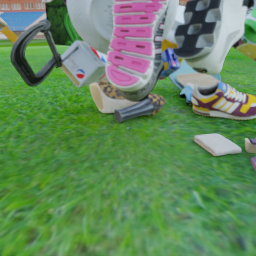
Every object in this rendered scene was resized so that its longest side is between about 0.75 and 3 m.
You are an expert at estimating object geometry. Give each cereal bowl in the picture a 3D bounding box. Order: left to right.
[{"bbox_3d":[-0.169,-2.733,6.352,2.617,2.617,1.090,2,38,5],"label":"cereal bowl"}]

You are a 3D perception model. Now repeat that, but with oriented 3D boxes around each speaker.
[{"bbox_3d":[3.653,-2.911,6.915,1.720,0.761,0.761,-41,24,3],"label":"speaker"}]

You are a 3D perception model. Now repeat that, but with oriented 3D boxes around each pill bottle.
[{"bbox_3d":[1.522,-2.941,9.449,1.168,2.070,1.168,5,57,-8],"label":"pill bottle"}]

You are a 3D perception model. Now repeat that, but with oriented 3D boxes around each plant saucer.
[{"bbox_3d":[2.800,-2.386,12.421,2.647,0.476,2.647,8,60,-14],"label":"plant saucer"}]

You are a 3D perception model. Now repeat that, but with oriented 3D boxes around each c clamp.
[{"bbox_3d":[-1.741,-1.594,5.822,0.239,1.507,1.764,36,-9,9],"label":"c clamp"}]

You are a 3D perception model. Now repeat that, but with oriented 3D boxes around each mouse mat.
[{"bbox_3d":[-1.698,-4.121,9.617,2.328,2.894,0.109,5,43,-1],"label":"mouse mat"}]

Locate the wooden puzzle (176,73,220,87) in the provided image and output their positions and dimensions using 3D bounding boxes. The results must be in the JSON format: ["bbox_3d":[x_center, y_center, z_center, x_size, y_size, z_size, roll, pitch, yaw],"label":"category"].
[{"bbox_3d":[3.230,-1.652,11.769,1.860,0.465,2.008,-11,42,-24],"label":"wooden puzzle"}]

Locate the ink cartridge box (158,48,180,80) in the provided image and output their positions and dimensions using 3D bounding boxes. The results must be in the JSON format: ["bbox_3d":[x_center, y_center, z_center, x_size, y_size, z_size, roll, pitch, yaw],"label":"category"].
[{"bbox_3d":[1.062,-1.779,7.713,0.324,0.580,0.850,-3,-18,-41],"label":"ink cartridge box"}]

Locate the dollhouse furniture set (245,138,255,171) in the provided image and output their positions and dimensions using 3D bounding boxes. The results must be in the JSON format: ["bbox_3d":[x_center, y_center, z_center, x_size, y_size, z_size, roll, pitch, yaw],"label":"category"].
[{"bbox_3d":[3.478,0.237,5.972,1.564,1.110,1.240,3,20,10],"label":"dollhouse furniture set"}]

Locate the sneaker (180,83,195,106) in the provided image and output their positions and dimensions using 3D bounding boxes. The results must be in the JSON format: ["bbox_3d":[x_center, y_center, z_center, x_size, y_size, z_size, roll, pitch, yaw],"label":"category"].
[{"bbox_3d":[2.559,-1.012,10.407,0.741,0.646,1.649,-43,43,-2],"label":"sneaker"}]

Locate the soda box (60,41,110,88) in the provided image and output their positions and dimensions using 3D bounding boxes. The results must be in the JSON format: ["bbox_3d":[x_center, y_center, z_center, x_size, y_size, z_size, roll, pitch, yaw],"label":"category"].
[{"bbox_3d":[-1.068,-1.882,8.208,0.839,0.898,2.635,-40,5,15],"label":"soda box"}]

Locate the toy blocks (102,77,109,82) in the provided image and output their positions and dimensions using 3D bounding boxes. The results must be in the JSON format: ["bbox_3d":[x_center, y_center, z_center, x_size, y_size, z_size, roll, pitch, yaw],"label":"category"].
[{"bbox_3d":[-0.727,-3.442,15.004,2.779,1.899,1.389,2,20,8],"label":"toy blocks"}]

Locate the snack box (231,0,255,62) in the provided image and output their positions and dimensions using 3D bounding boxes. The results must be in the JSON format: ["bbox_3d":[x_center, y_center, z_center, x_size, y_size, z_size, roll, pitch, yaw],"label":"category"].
[{"bbox_3d":[4.138,-3.133,8.614,2.642,1.879,0.700,33,50,3],"label":"snack box"}]

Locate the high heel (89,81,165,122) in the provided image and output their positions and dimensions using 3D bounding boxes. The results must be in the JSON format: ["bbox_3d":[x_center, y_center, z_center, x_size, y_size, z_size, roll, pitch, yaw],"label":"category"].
[{"bbox_3d":[-0.088,-1.127,9.787,1.927,0.965,2.704,-18,40,-27],"label":"high heel"}]

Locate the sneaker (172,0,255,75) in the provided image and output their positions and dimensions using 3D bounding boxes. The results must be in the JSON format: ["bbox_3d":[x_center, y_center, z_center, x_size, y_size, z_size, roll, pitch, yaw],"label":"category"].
[{"bbox_3d":[1.628,-2.133,4.877,0.950,2.564,1.135,22,-2,45],"label":"sneaker"}]

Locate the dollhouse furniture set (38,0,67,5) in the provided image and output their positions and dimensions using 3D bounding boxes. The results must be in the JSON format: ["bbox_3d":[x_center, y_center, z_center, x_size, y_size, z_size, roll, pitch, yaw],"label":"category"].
[{"bbox_3d":[-2.314,-3.895,8.537,1.223,1.365,1.723,-43,39,-19],"label":"dollhouse furniture set"}]

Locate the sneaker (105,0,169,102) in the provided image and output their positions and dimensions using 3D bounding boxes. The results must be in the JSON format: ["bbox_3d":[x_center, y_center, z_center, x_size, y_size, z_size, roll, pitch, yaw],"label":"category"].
[{"bbox_3d":[0.225,-1.617,5.205,0.986,1.169,2.674,5,65,11],"label":"sneaker"}]

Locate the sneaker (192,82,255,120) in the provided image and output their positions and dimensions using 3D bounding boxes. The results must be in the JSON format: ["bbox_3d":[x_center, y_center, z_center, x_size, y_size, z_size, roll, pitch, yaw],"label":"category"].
[{"bbox_3d":[3.221,-0.923,8.945,2.359,1.063,0.884,2,45,19],"label":"sneaker"}]

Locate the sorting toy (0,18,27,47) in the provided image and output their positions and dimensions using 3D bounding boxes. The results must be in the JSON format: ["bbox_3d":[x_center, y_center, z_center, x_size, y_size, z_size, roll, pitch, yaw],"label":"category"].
[{"bbox_3d":[-3.351,-2.899,6.511,0.363,2.710,2.019,-46,15,-2],"label":"sorting toy"}]

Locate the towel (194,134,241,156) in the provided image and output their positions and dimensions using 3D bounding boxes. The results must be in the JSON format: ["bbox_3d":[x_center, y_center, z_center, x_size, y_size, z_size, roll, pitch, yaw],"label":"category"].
[{"bbox_3d":[2.166,0.407,6.896,0.705,0.183,1.063,-7,21,-14],"label":"towel"}]
